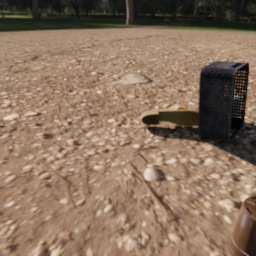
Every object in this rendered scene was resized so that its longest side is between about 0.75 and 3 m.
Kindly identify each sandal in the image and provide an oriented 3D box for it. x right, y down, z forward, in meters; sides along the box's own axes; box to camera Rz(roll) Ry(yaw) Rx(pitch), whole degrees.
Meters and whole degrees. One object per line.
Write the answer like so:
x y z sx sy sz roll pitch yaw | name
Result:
1.839 -0.651 11.372 2.594 0.951 0.853 0 50 5 | sandal

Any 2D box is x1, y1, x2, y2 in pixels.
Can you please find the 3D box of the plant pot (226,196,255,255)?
2.660 2.066 5.652 1.134 1.123 1.134 0 24 0 | plant pot

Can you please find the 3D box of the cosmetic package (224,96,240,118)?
4.099 -0.846 11.878 1.064 1.068 0.656 3 27 7 | cosmetic package

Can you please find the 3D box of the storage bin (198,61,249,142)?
3.515 -1.025 10.344 1.230 2.624 1.774 13 28 34 | storage bin
